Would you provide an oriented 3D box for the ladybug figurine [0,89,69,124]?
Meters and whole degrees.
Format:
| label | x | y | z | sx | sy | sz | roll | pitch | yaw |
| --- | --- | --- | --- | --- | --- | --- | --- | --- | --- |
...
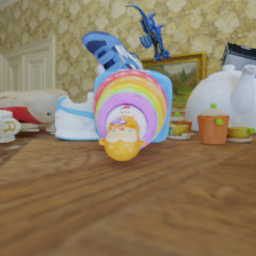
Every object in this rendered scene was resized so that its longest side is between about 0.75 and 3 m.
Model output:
| label | x | y | z | sx | sy | sz | roll | pitch | yaw |
| --- | --- | --- | --- | --- | --- | --- | --- | --- | --- |
| ladybug figurine | -3.053 | -0.686 | 8.873 | 2.765 | 0.995 | 1.877 | 5 | 13 | 37 |

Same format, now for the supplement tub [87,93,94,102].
| label | x | y | z | sx | sy | sz | roll | pitch | yaw |
| --- | --- | --- | --- | --- | --- | --- | --- | --- | --- |
| supplement tub | -1.076 | -1.290 | 16.177 | 2.408 | 1.751 | 1.751 | 0 | 4 | -2 |

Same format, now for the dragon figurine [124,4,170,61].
| label | x | y | z | sx | sy | sz | roll | pitch | yaw |
| --- | --- | --- | --- | --- | --- | --- | --- | --- | --- |
| dragon figurine | 0.838 | -3.420 | 10.214 | 0.754 | 1.275 | 2.564 | -14 | -24 | 27 |

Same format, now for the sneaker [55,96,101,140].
| label | x | y | z | sx | sy | sz | roll | pitch | yaw |
| --- | --- | --- | --- | --- | --- | --- | --- | --- | --- |
| sneaker | -0.436 | -0.262 | 6.906 | 2.651 | 1.071 | 1.014 | 0 | 3 | -17 |

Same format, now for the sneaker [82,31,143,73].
| label | x | y | z | sx | sy | sz | roll | pitch | yaw |
| --- | --- | --- | --- | --- | --- | --- | --- | --- | --- |
| sneaker | -0.348 | -1.673 | 7.039 | 1.902 | 0.782 | 0.703 | 30 | -38 | -34 |

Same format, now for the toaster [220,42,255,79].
| label | x | y | z | sx | sy | sz | roll | pitch | yaw |
| --- | --- | --- | --- | --- | --- | --- | --- | --- | --- |
| toaster | 4.286 | -2.501 | 10.488 | 1.568 | 0.931 | 1.418 | 16 | 34 | 7 |

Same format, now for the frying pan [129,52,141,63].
| label | x | y | z | sx | sy | sz | roll | pitch | yaw |
| --- | --- | --- | --- | --- | --- | --- | --- | --- | --- |
| frying pan | -0.037 | -2.712 | 10.673 | 1.028 | 1.699 | 0.277 | -19 | 17 | -13 |

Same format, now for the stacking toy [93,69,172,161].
| label | x | y | z | sx | sy | sz | roll | pitch | yaw |
| --- | --- | --- | --- | --- | --- | --- | --- | --- | --- |
| stacking toy | -0.018 | -0.134 | 4.808 | 1.645 | 1.556 | 2.835 | 3 | 16 | 4 |

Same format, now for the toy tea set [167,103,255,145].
| label | x | y | z | sx | sy | sz | roll | pitch | yaw |
| --- | --- | --- | --- | --- | --- | --- | --- | --- | --- |
| toy tea set | 1.711 | -0.150 | 6.687 | 1.385 | 0.862 | 2.328 | -3 | 5 | -36 |

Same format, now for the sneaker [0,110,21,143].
| label | x | y | z | sx | sy | sz | roll | pitch | yaw |
| --- | --- | --- | --- | --- | --- | --- | --- | --- | --- |
| sneaker | -2.666 | -0.065 | 5.374 | 2.451 | 0.903 | 1.416 | 2 | 8 | 44 |

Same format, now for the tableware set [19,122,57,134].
| label | x | y | z | sx | sy | sz | roll | pitch | yaw |
| --- | --- | --- | --- | --- | --- | --- | --- | --- | --- |
| tableware set | -2.971 | -0.009 | 8.554 | 2.461 | 0.342 | 2.946 | -4 | 5 | -37 |

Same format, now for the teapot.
| label | x | y | z | sx | sy | sz | roll | pitch | yaw |
| --- | --- | --- | --- | --- | --- | --- | --- | --- | --- |
| teapot | 3.259 | -0.978 | 9.297 | 2.926 | 2.137 | 2.888 | 3 | 5 | 45 |

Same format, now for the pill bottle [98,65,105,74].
| label | x | y | z | sx | sy | sz | roll | pitch | yaw |
| --- | --- | --- | --- | --- | --- | --- | --- | --- | --- |
| pill bottle | -1.094 | -3.272 | 14.833 | 0.672 | 0.672 | 1.177 | 2 | 31 | 26 |
